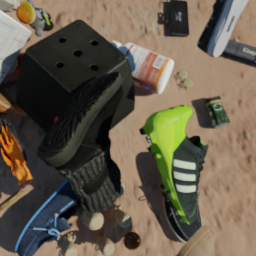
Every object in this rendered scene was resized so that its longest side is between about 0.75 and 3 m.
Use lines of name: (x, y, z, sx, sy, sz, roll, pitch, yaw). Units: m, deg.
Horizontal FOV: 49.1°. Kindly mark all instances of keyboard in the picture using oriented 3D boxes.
keyboard: (1.913, -4.460, 11.353, 1.050, 0.224, 1.748, 3, 70, -6)

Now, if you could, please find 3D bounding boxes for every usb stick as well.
usb stick: (4.640, -2.813, 10.670, 2.475, 0.403, 0.686, 20, 72, 7)

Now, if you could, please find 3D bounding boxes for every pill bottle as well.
pill bottle: (0.332, -2.210, 9.996, 2.325, 1.304, 1.304, 25, 73, 9)

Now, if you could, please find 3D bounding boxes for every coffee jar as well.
coffee jar: (3.123, -0.565, 9.851, 0.582, 0.476, 1.115, -13, 72, -3)

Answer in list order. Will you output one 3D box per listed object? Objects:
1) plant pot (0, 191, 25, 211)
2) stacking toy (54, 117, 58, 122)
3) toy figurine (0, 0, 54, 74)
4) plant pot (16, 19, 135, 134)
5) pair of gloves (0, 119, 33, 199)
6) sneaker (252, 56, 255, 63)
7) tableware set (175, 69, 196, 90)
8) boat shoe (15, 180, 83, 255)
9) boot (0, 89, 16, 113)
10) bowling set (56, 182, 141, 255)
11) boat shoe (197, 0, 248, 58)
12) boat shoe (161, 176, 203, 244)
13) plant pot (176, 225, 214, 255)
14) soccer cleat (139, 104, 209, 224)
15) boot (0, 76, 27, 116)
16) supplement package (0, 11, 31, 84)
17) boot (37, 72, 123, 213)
plant pot: (-3.030, 1.855, 7.194, 0.793, 0.793, 0.109, -36, 100, -12)
stacking toy: (-1.687, 0.031, 7.068, 0.386, 0.905, 0.386, 0, 57, 0)
toy figurine: (-4.200, -3.351, 9.610, 2.660, 1.851, 2.619, 32, 106, 8)
plant pot: (-1.549, -1.404, 8.691, 2.990, 2.659, 2.997, 42, 62, 12)
pair of gloves: (-3.010, 0.804, 6.503, 1.898, 0.235, 1.691, -32, 77, 31)
sneaker: (3.237, -1.462, 6.655, 0.371, 1.059, 0.574, -36, 77, 14)
tableware set: (2.145, -1.797, 10.459, 0.505, 0.153, 0.764, -25, 66, 4)
boat shoe: (-2.086, 2.667, 8.333, 1.003, 1.230, 2.923, 32, 76, 18)
boot: (-5.320, -0.552, 9.276, 2.936, 1.126, 2.279, 28, 92, 8)
bowling set: (-0.678, 2.987, 8.345, 1.890, 1.458, 2.716, 46, 73, -15)
boat shoe: (2.383, -2.909, 6.950, 0.640, 2.261, 0.776, 38, 32, 31)
boat shoe: (1.637, 2.106, 8.704, 1.100, 0.918, 2.948, -9, 72, -5)
plant pot: (1.685, 2.974, 6.786, 1.171, 1.171, 0.541, -41, 62, -13)
soccer cleat: (1.173, 0.869, 5.826, 1.165, 2.875, 0.971, -24, 28, -6)
boot: (-3.978, -1.184, 9.967, 1.931, 0.678, 1.412, -4, 71, 0)
supplement package: (-4.497, -2.625, 8.104, 2.075, 1.596, 2.170, 35, 96, 7)
boot: (-0.656, 0.305, 6.710, 1.098, 2.181, 2.918, 5, 52, 41)
